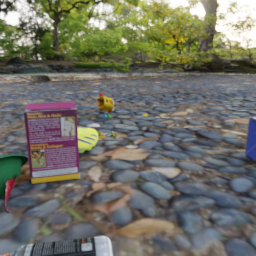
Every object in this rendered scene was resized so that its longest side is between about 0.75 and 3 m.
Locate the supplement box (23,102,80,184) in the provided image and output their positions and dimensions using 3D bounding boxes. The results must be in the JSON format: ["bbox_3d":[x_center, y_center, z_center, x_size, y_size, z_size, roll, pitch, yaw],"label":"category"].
[{"bbox_3d":[-2.072,0.365,7.739,1.325,2.025,1.045,-3,16,-15],"label":"supplement box"}]

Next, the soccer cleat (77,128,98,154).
[{"bbox_3d":[-1.892,0.319,9.549,0.897,1.161,2.775,8,17,27],"label":"soccer cleat"}]

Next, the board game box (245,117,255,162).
[{"bbox_3d":[5.466,0.505,8.487,2.778,1.345,2.215,-2,15,-8],"label":"board game box"}]

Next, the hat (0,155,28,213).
[{"bbox_3d":[-2.951,1.555,6.799,1.336,1.420,1.614,-33,-17,15],"label":"hat"}]

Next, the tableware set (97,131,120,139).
[{"bbox_3d":[-0.886,0.282,11.635,1.019,0.156,0.686,9,18,29],"label":"tableware set"}]

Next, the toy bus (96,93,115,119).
[{"bbox_3d":[-1.035,-1.220,14.491,0.671,1.225,1.298,-22,26,33],"label":"toy bus"}]

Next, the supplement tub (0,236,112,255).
[{"bbox_3d":[-0.958,2.008,3.761,1.499,0.918,0.918,-2,15,-10],"label":"supplement tub"}]
